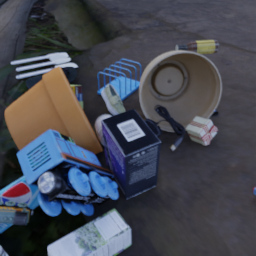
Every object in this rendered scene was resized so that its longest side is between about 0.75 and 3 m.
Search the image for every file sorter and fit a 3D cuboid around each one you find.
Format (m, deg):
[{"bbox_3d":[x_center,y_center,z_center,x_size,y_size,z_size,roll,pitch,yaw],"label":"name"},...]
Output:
[{"bbox_3d":[-0.338,-2.114,12.069,1.220,1.079,1.759,22,42,25],"label":"file sorter"}]

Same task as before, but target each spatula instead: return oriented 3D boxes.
[{"bbox_3d":[-4.316,-3.207,14.276,2.979,0.239,2.071,-18,46,-21],"label":"spatula"}]

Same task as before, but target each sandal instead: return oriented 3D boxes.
[{"bbox_3d":[-3.149,-2.118,11.852,2.324,0.556,0.873,-28,73,-30],"label":"sandal"}]

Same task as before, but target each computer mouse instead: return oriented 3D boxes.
[{"bbox_3d":[0.843,0.361,9.208,1.485,0.487,2.115,43,70,13],"label":"computer mouse"}]

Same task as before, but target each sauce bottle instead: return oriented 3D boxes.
[{"bbox_3d":[2.446,-2.861,9.995,1.487,0.481,0.481,-4,37,-6],"label":"sauce bottle"}]

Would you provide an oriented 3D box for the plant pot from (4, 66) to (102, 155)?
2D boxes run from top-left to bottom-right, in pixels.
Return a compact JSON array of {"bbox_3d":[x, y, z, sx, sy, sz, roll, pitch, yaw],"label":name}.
[{"bbox_3d":[-2.256,-0.140,8.334,1.972,2.818,2.818,-26,42,-7],"label":"plant pot"}]

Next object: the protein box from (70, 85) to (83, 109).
[{"bbox_3d":[-2.549,-1.109,10.344,1.297,0.875,1.287,-9,13,-34],"label":"protein box"}]

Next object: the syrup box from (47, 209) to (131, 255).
[{"bbox_3d":[-0.809,2.593,6.140,1.711,0.697,0.674,-24,43,-27],"label":"syrup box"}]

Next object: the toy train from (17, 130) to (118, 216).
[{"bbox_3d":[-1.229,1.124,6.563,1.201,2.770,1.582,-34,65,10],"label":"toy train"}]

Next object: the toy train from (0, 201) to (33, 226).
[{"bbox_3d":[-2.574,1.839,6.025,0.987,0.421,0.563,10,5,-16],"label":"toy train"}]

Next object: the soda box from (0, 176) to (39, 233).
[{"bbox_3d":[-2.768,1.786,6.931,2.308,0.740,0.783,-36,12,-38],"label":"soda box"}]

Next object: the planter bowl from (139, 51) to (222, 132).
[{"bbox_3d":[1.630,-1.490,10.060,2.784,2.784,1.874,-5,26,-6],"label":"planter bowl"}]

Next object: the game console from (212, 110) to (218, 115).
[{"bbox_3d":[3.187,-0.886,11.210,0.729,0.149,1.236,-13,39,-16],"label":"game console"}]

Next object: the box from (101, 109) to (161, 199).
[{"bbox_3d":[0.058,0.718,7.489,0.997,1.911,1.414,-20,47,-19],"label":"box"}]

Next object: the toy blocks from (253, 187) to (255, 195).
[{"bbox_3d":[4.009,1.725,7.441,1.380,0.690,0.943,-22,31,-24],"label":"toy blocks"}]

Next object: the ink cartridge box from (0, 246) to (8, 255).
[{"bbox_3d":[-3.131,2.534,4.295,1.232,2.955,2.146,1,34,27],"label":"ink cartridge box"}]

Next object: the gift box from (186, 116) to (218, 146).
[{"bbox_3d":[2.482,0.121,9.259,0.720,0.781,0.729,-50,36,-12],"label":"gift box"}]

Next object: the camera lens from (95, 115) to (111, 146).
[{"bbox_3d":[-0.690,0.073,9.402,0.754,0.754,0.943,-9,40,-12],"label":"camera lens"}]

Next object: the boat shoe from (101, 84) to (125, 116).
[{"bbox_3d":[-0.530,-1.011,10.669,0.597,0.514,1.658,-4,48,-42],"label":"boat shoe"}]
